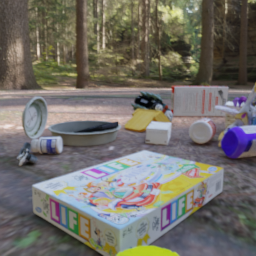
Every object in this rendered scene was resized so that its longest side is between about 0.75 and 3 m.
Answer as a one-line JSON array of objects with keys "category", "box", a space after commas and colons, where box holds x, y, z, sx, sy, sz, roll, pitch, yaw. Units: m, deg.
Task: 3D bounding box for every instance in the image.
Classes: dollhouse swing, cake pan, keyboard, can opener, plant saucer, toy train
[{"category": "dollhouse swing", "box": [0.772, -0.085, 11.626, 1.378, 1.211, 1.252, 11, -27, 47]}, {"category": "cake pan", "box": [-1.493, 0.153, 9.721, 2.495, 0.458, 2.495, 0, 10, 0]}, {"category": "keyboard", "box": [-1.042, 0.033, 9.687, 1.072, 0.229, 1.786, -18, 6, -41]}, {"category": "can opener", "box": [-2.656, 0.706, 7.334, 0.446, 0.353, 1.341, 33, -1, -23]}, {"category": "plant saucer", "box": [-2.541, -0.278, 7.451, 0.287, 1.143, 1.143, 10, 12, 11]}, {"category": "toy train", "box": [1.155, -0.925, 13.208, 1.467, 1.097, 2.574, 37, -2, -24]}]

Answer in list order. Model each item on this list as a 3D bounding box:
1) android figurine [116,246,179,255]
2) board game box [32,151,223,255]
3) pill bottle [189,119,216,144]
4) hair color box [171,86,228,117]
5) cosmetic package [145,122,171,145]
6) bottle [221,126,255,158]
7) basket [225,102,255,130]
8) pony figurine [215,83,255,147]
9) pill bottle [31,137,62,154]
[{"category": "android figurine", "box": [0.205, 1.559, 2.734, 1.080, 0.244, 1.187, 0, 11, -1]}, {"category": "board game box", "box": [0.137, 1.046, 4.788, 1.897, 0.483, 2.822, 9, 14, 40]}, {"category": "pill bottle", "box": [2.528, 0.068, 9.306, 0.727, 0.727, 1.297, 5, 9, 26]}, {"category": "hair color box", "box": [3.849, -1.462, 15.306, 2.900, 1.608, 0.927, 1, 11, 0]}, {"category": "cosmetic package", "box": [1.045, 0.162, 9.468, 0.741, 0.533, 1.313, 4, 10, 10]}, {"category": "bottle", "box": [3.589, 0.335, 7.592, 2.081, 0.869, 0.679, -4, 48, -18]}, {"category": "basket", "box": [4.672, -0.376, 10.760, 1.812, 1.118, 1.228, 5, 12, 24]}, {"category": "pony figurine", "box": [3.680, -0.476, 8.717, 1.922, 2.308, 2.228, 39, 25, 17]}, {"category": "pill bottle", "box": [-2.283, 0.492, 7.868, 0.780, 0.467, 0.467, -1, 10, 2]}]
